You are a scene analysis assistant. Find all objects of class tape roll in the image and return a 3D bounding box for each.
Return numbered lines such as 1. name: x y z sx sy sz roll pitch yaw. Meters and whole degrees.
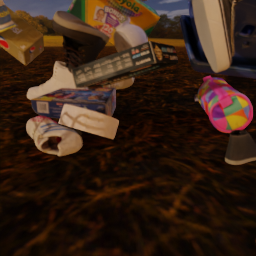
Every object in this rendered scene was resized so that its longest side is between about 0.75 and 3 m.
1. tape roll: -0.901 -0.134 6.493 1.341 0.469 1.341 17 -3 1

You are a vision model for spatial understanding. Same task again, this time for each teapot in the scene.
1. teapot: 0.203 -2.833 9.136 0.924 1.265 1.249 -34 40 -22

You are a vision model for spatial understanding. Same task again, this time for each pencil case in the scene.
1. pencil case: 2.678 -0.764 8.127 1.178 1.178 2.665 1 19 4

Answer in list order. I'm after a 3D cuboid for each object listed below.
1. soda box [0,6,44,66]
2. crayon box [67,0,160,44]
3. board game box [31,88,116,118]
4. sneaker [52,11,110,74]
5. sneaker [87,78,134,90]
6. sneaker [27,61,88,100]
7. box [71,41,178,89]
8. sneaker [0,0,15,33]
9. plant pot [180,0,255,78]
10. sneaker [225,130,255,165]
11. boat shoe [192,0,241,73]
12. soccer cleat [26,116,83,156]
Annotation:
1. soda box: -2.845 -2.314 6.323 1.904 0.609 0.645 38 65 0
2. crayon box: -0.507 -3.955 9.728 2.779 1.650 0.809 23 31 -25
3. board game box: -1.330 -0.754 8.710 2.297 0.708 2.296 6 19 17
4. sneaker: -1.155 -1.787 6.439 0.878 1.247 2.347 32 14 7
5. sneaker: -0.880 -1.891 11.879 2.439 0.933 0.985 -6 40 -19
6. sneaker: -2.609 -1.686 10.180 2.612 1.509 0.962 6 22 21
7. box: -0.030 -1.312 5.976 1.856 0.427 1.475 -12 5 27
8. sneaker: -2.814 -2.193 5.230 1.683 0.692 0.622 14 46 28
9. plant pot: 2.889 -2.920 7.309 2.748 2.470 2.748 4 50 -8
10. sneaker: 2.514 0.311 5.798 1.212 0.644 0.453 -14 24 -35
11. boat shoe: 1.634 -2.514 4.914 0.954 2.995 1.059 -13 17 6
12. soccer cleat: -1.840 0.168 6.227 1.823 0.637 0.787 13 27 34
